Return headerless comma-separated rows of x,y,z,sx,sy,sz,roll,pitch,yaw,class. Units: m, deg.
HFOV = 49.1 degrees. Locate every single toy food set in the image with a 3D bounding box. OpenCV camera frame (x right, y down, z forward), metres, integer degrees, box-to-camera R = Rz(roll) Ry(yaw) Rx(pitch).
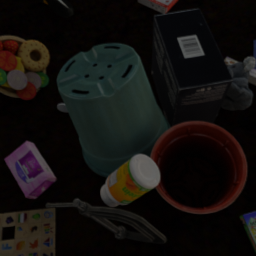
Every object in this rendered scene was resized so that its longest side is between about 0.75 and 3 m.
-3.336,-1.832,8.460,1.975,0.480,1.955,9,77,-41,toy food set

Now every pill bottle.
-0.014,1.095,5.518,0.686,1.235,0.686,25,43,-26,pill bottle

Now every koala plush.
3.213,-1.386,8.416,1.326,1.280,1.443,31,64,1,koala plush

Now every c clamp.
-0.298,2.049,6.084,1.975,2.312,0.313,-11,49,34,c clamp

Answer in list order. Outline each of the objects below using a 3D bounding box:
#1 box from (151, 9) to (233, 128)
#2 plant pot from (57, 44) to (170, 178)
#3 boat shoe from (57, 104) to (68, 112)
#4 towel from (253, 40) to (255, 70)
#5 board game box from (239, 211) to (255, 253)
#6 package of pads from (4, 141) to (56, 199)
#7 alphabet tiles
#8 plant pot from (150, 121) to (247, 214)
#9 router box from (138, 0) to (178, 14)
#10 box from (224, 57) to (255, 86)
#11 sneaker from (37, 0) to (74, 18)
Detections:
1.554,-1.469,7.757,1.305,2.282,2.506,-10,62,-4,box
-0.364,-0.490,6.776,2.507,2.455,2.507,-10,47,10,plant pot
-1.761,-0.654,8.522,0.770,0.273,0.269,0,34,4,boat shoe
5.111,-2.341,9.068,1.943,0.231,1.427,1,71,21,towel
3.775,2.480,6.776,1.741,0.254,1.172,-14,63,-7,board game box
-2.551,1.078,7.318,0.819,0.514,1.359,-41,66,-1,package of pads
-2.543,2.957,6.614,1.622,0.073,1.940,-6,62,-3,alphabet tiles
1.530,1.083,6.491,1.916,1.864,1.916,-3,68,9,plant pot
1.197,-5.080,10.890,1.253,0.306,1.124,31,66,16,router box
3.835,-1.758,9.058,1.645,0.341,0.318,30,65,16,box
-2.713,-5.083,10.604,2.307,0.807,1.038,37,70,21,sneaker
